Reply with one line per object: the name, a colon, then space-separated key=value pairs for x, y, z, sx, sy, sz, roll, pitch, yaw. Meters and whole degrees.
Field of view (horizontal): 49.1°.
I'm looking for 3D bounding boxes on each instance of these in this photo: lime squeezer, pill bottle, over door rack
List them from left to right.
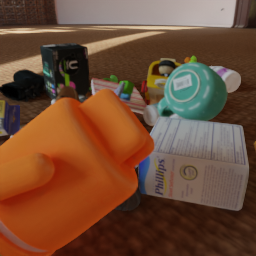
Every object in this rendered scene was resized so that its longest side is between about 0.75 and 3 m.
over door rack: x=-1.445 y=-0.083 z=7.812 sx=2.199 sy=0.991 sz=2.976 roll=10 pitch=27 yaw=23
lime squeezer: x=-1.037 y=-2.121 z=12.786 sx=0.884 sy=0.472 sz=2.503 roll=12 pitch=28 yaw=24
pill bottle: x=1.117 y=-0.510 z=9.091 sx=1.179 sy=0.653 sz=0.653 roll=-16 pitch=30 yaw=-33
pill bottle: x=4.104 y=-2.227 z=12.446 sx=0.933 sy=0.933 sz=1.662 roll=-8 pitch=25 yaw=-16

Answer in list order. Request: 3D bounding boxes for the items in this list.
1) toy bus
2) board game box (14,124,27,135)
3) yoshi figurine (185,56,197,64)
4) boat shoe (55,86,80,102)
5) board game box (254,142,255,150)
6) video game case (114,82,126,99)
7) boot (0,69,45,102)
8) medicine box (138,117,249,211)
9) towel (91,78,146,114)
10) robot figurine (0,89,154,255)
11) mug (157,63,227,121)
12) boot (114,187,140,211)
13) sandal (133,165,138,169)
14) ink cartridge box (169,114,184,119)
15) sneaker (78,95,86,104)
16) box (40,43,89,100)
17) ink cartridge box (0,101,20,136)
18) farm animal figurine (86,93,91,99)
toy bus: x=1.230 y=-1.559 z=9.205 sx=2.540 sy=1.391 sz=2.692 roll=17 pitch=-12 yaw=-36
board game box: x=-3.018 y=0.007 z=8.631 sx=1.050 sy=0.123 sz=0.550 roll=-17 pitch=28 yaw=-32
yoshi figurine: x=3.096 y=-2.985 z=14.097 sx=1.075 sy=1.079 sz=1.920 roll=-18 pitch=29 yaw=-1
boat shoe: x=-1.685 y=-0.566 z=7.754 sx=0.734 sy=0.693 sz=2.040 roll=0 pitch=48 yaw=-9
board game box: x=3.369 y=0.540 z=5.548 sx=1.500 sy=0.225 sz=0.716 roll=-5 pitch=64 yaw=2
video game case: x=-0.540 y=-0.639 z=8.480 sx=0.133 sy=0.999 sz=1.399 roll=31 pitch=55 yaw=-15
boot: x=-4.509 y=-1.781 z=11.679 sx=2.202 sy=0.815 sz=1.804 roll=17 pitch=30 yaw=24
medicine box: x=1.435 y=0.650 z=6.135 sx=2.034 sy=1.047 sz=1.852 roll=7 pitch=26 yaw=16
towel: x=-0.417 y=-1.182 z=10.505 sx=1.957 sy=0.400 sz=2.675 roll=10 pitch=23 yaw=-14
robot figurine: x=-1.060 y=0.721 z=3.960 sx=2.906 sy=1.694 sz=2.090 roll=-38 pitch=18 yaw=6
mug: x=1.512 y=-0.773 z=6.892 sx=1.366 sy=1.663 sz=1.028 roll=39 pitch=14 yaw=36
boot: x=-0.109 y=0.804 z=6.343 sx=1.821 sy=0.725 sz=2.209 roll=15 pitch=25 yaw=25
sandal: x=0.138 y=0.670 z=5.906 sx=0.273 sy=1.109 sz=0.451 roll=14 pitch=35 yaw=-2
ink cartridge box: x=1.499 y=-0.153 z=8.174 sx=0.794 sy=0.456 sz=1.093 roll=-27 pitch=9 yaw=35
sneaker: x=-1.548 y=-0.777 z=9.628 sx=0.491 sy=0.668 sz=1.477 roll=-21 pitch=32 yaw=-32
box: x=-2.492 y=-2.235 z=11.166 sx=1.490 sy=2.006 sz=1.247 roll=-16 pitch=30 yaw=-31
ink cartridge box: x=-3.907 y=-0.285 z=8.188 sx=1.347 sy=0.317 sz=1.332 roll=-9 pitch=45 yaw=-13
farm animal figurine: x=-1.063 y=-0.976 z=10.371 sx=0.994 sy=0.500 sz=0.803 roll=-11 pitch=42 yaw=-37
